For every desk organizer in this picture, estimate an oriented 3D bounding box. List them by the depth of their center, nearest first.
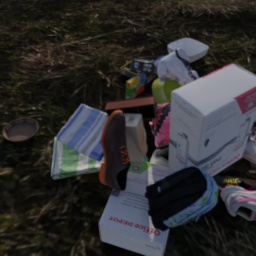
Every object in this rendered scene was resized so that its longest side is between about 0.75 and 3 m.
[{"bbox_3d":[0.088,-0.559,8.816,1.553,0.557,0.598,-7,28,8],"label":"desk organizer"}]

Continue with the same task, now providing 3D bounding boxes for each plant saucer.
[{"bbox_3d":[-4.385,0.126,11.499,1.397,0.241,1.397,1,41,-1],"label":"plant saucer"},{"bbox_3d":[2.153,-1.215,11.850,2.575,0.400,2.575,21,49,-26],"label":"plant saucer"}]

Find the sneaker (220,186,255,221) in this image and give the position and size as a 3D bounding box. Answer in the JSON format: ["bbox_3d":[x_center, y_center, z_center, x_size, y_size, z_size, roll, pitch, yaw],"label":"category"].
[{"bbox_3d":[3.952,2.407,8.572,2.109,0.858,0.930,-1,43,11],"label":"sneaker"}]

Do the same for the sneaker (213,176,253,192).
[{"bbox_3d":[3.505,1.858,9.311,1.343,0.568,0.500,22,45,23],"label":"sneaker"}]

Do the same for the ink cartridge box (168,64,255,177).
[{"bbox_3d":[2.318,0.030,7.777,2.140,2.922,1.209,-27,48,-20],"label":"ink cartridge box"}]

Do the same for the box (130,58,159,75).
[{"bbox_3d":[1.345,-2.875,13.322,2.158,0.470,1.729,14,19,11],"label":"box"}]

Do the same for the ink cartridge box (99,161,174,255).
[{"bbox_3d":[0.429,2.311,8.426,1.845,1.065,2.536,13,44,12],"label":"ink cartridge box"}]

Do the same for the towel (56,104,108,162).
[{"bbox_3d":[-1.377,0.082,10.054,2.437,0.290,1.790,21,68,38],"label":"towel"}]

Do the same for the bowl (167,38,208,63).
[{"bbox_3d":[3.407,-4.420,16.225,1.898,0.710,1.901,-29,50,-29],"label":"bowl"}]

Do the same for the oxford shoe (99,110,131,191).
[{"bbox_3d":[-0.226,0.673,7.803,0.851,2.345,0.835,24,31,37],"label":"oxford shoe"}]

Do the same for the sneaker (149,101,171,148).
[{"bbox_3d":[1.241,-0.430,8.968,0.992,2.511,1.198,-10,59,-23],"label":"sneaker"}]

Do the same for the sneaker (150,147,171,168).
[{"bbox_3d":[2.131,1.046,9.743,2.967,1.202,1.115,-11,45,-14],"label":"sneaker"}]

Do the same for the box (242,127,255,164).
[{"bbox_3d":[5.276,0.890,10.473,1.874,0.453,1.485,31,50,31],"label":"box"}]

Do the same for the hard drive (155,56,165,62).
[{"bbox_3d":[1.937,-3.748,15.896,0.707,0.136,1.072,31,50,30],"label":"hard drive"}]

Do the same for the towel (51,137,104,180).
[{"bbox_3d":[-1.517,0.853,10.227,2.523,0.295,1.925,-11,48,2],"label":"towel"}]

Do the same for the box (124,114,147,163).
[{"bbox_3d":[0.175,0.330,8.700,0.563,1.449,0.688,2,40,19],"label":"box"}]

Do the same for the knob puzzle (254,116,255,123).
[{"bbox_3d":[6.287,-1.016,12.103,2.571,0.357,2.571,-5,56,7],"label":"knob puzzle"}]

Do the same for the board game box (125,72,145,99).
[{"bbox_3d":[0.345,-1.959,13.226,0.252,0.956,1.249,27,45,25],"label":"board game box"}]

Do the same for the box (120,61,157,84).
[{"bbox_3d":[0.664,-3.046,14.914,1.700,0.419,1.357,27,47,27],"label":"box"}]

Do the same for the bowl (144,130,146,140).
[{"bbox_3d":[0.099,0.352,10.101,0.585,1.301,1.301,-7,35,31],"label":"bowl"}]

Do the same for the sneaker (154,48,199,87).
[{"bbox_3d":[1.861,-1.896,10.572,1.289,0.843,2.243,-22,67,6],"label":"sneaker"}]

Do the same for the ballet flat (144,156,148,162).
[{"bbox_3d":[0.130,1.074,10.278,1.364,0.474,0.474,22,46,23],"label":"ballet flat"}]

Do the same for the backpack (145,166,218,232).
[{"bbox_3d":[1.426,1.719,7.171,1.310,1.703,1.390,27,29,-27],"label":"backpack"}]
